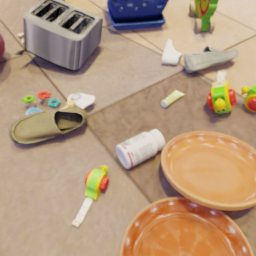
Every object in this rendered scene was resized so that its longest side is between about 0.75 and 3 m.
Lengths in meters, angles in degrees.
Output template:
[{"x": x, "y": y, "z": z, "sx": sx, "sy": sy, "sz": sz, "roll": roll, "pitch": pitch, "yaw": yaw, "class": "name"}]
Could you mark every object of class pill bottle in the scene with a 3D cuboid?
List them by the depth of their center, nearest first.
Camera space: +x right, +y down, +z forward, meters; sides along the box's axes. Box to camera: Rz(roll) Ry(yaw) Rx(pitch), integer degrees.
[{"x": 0.339, "y": 0.531, "z": 7.434, "sx": 1.198, "sy": 0.679, "sz": 0.679, "roll": -25, "pitch": 53, "yaw": -20, "class": "pill bottle"}]

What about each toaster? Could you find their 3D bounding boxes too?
[{"x": -2.385, "y": -3.361, "z": 10.057, "sx": 2.250, "sy": 1.477, "sz": 2.488, "roll": 24, "pitch": 51, "yaw": 4, "class": "toaster"}]

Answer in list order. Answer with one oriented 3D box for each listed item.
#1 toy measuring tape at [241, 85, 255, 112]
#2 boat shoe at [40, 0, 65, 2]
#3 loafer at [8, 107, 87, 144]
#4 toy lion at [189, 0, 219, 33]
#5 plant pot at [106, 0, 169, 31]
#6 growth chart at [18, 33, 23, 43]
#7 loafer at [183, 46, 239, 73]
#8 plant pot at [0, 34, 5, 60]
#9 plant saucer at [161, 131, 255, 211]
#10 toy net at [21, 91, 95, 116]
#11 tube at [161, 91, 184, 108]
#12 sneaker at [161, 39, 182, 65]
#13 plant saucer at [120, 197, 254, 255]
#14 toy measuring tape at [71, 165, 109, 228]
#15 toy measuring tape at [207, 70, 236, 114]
[{"x": 4.254, "y": -0.618, "z": 8.641, "sx": 1.943, "sy": 0.715, "sz": 0.715, "roll": 37, "pitch": 55, "yaw": 3, "class": "toy measuring tape"}, {"x": -3.566, "y": -5.938, "z": 13.033, "sx": 1.036, "sy": 1.035, "sz": 2.944, "roll": 27, "pitch": 37, "yaw": -35, "class": "boat shoe"}, {"x": -2.192, "y": -0.134, "z": 7.799, "sx": 2.220, "sy": 0.749, "sz": 0.844, "roll": -20, "pitch": 95, "yaw": -18, "class": "loafer"}, {"x": 3.208, "y": -5.326, "z": 11.562, "sx": 0.819, "sy": 2.288, "sz": 2.387, "roll": -1, "pitch": 48, "yaw": -1, "class": "toy lion"}, {"x": 0.278, "y": -5.688, "z": 11.801, "sx": 2.684, "sy": 2.413, "sz": 2.684, "roll": -8, "pitch": 49, "yaw": -6, "class": "plant pot"}, {"x": -3.088, "y": -3.718, "z": 11.526, "sx": 2.650, "sy": 0.235, "sz": 1.918, "roll": 28, "pitch": 55, "yaw": 24, "class": "growth chart"}, {"x": 2.987, "y": -2.585, "z": 10.031, "sx": 2.172, "sy": 0.759, "sz": 0.758, "roll": -17, "pitch": 94, "yaw": -18, "class": "loafer"}, {"x": -5.354, "y": -2.975, "z": 9.291, "sx": 2.365, "sy": 2.116, "sz": 2.365, "roll": 0, "pitch": 91, "yaw": 5, "class": "plant pot"}, {"x": 2.085, "y": 1.015, "z": 6.851, "sx": 2.591, "sy": 0.485, "sz": 2.591, "roll": 1, "pitch": 36, "yaw": -1, "class": "plant saucer"}, {"x": -2.143, "y": -0.711, "z": 8.751, "sx": 2.219, "sy": 0.428, "sz": 1.164, "roll": -12, "pitch": 47, "yaw": -13, "class": "toy net"}, {"x": 1.432, "y": -0.954, "z": 9.083, "sx": 0.925, "sy": 0.240, "sz": 0.268, "roll": -37, "pitch": 95, "yaw": -34, "class": "tube"}, {"x": 1.713, "y": -2.829, "z": 10.602, "sx": 0.720, "sy": 0.459, "sz": 1.246, "roll": 11, "pitch": 59, "yaw": 9, "class": "sneaker"}, {"x": 1.169, "y": 2.710, "z": 5.676, "sx": 2.678, "sy": 0.432, "sz": 2.678, "roll": 0, "pitch": 48, "yaw": 0, "class": "plant saucer"}, {"x": -0.888, "y": 1.509, "z": 6.649, "sx": 0.603, "sy": 0.603, "sz": 1.638, "roll": 18, "pitch": 51, "yaw": 15, "class": "toy measuring tape"}, {"x": 2.999, "y": -1.084, "z": 8.902, "sx": 0.892, "sy": 0.892, "sz": 2.425, "roll": 15, "pitch": 34, "yaw": 13, "class": "toy measuring tape"}]
